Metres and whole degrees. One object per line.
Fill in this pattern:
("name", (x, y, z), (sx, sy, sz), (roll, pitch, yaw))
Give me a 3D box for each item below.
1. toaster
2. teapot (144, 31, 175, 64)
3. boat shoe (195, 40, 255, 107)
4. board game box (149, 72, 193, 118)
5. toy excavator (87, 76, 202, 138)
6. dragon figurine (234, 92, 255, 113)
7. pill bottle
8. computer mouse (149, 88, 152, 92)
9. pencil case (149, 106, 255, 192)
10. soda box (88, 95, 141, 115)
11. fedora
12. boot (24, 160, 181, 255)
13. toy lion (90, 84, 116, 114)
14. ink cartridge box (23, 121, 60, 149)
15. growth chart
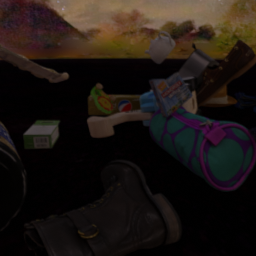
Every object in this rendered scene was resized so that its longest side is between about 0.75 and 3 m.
("toaster", (2.590, -1.838, 10.054), (1.719, 1.555, 1.020), (19, 24, -41))
("teapot", (0.865, -2.228, 7.726), (0.608, 0.832, 0.821), (38, 19, -9))
("boat shoe", (2.807, -1.669, 8.813), (0.866, 2.463, 0.867), (40, 36, -7))
("board game box", (0.896, -0.818, 6.152), (0.857, 0.856, 0.264), (-38, 11, -10))
("toy excavator", (0.576, -0.429, 8.401), (2.848, 1.422, 2.769), (-6, 17, 25))
("dragon figurine", (5.151, -0.877, 10.441), (1.233, 0.730, 2.481), (-9, 19, -27))
("pill bottle", (-2.683, 0.494, 4.591), (1.550, 1.550, 2.771), (-9, 20, -27))
("computer mouse", (1.474, -1.455, 12.701), (1.441, 0.577, 2.628), (8, 13, 10))
("pencil case", (1.368, 0.195, 5.816), (1.185, 1.287, 2.786), (-26, 17, -8))
("soda box", (-0.451, -0.846, 10.398), (2.014, 0.682, 0.645), (1, 16, 2))
("fedora", (3.685, -1.591, 12.378), (2.359, 0.962, 2.359), (0, 18, 0))
("boot", (-0.491, 1.156, 3.854), (1.813, 0.721, 2.083), (-9, 22, -28))
("toy lion", (-0.771, -0.826, 8.336), (0.862, 0.296, 0.826), (41, 34, -10))
("ink cartridge box", (-2.302, 0.157, 7.637), (0.691, 0.395, 1.331), (-1, 17, -3))
("growth chart", (-2.536, -1.581, 6.629), (2.288, 0.203, 1.656), (24, -7, -37))
